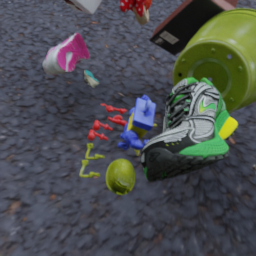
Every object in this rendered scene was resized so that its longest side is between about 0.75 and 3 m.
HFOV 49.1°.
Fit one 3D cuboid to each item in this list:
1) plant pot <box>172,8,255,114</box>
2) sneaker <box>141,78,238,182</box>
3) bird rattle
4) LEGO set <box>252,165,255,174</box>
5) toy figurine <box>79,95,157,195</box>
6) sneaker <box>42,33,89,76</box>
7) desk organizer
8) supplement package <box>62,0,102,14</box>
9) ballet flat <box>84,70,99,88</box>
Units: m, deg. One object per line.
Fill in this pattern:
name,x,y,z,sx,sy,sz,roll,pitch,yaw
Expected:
plant pot,1.988,-1.249,5.837,2.236,2.236,2.153,27,34,21
sneaker,0.794,-0.064,4.008,1.118,1.024,2.624,63,30,-3
bird rattle,0.311,-3.666,7.562,1.257,1.819,2.231,-17,60,10
LEGO set,2.616,-0.183,4.495,0.732,1.678,2.584,27,93,10
toy figurine,-0.013,-0.013,4.594,0.993,1.128,1.883,26,44,-11
sneaker,-1.787,-2.075,7.934,0.872,0.804,1.977,-12,24,25
desk organizer,1.767,-3.154,7.805,1.029,2.870,1.105,26,77,-16
supplement package,-1.541,-4.215,8.018,1.108,1.440,1.506,-55,39,4
ballet flat,-1.091,-1.374,7.931,0.281,0.281,0.809,-21,41,-17
